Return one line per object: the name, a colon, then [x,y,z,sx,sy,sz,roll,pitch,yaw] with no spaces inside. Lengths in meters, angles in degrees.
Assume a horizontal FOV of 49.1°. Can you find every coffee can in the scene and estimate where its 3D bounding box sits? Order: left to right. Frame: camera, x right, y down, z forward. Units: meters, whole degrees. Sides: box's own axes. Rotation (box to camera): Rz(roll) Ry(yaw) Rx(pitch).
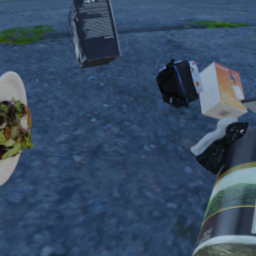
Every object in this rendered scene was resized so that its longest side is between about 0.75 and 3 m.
coffee can: [1.994,1.262,3.939,1.704,1.704,2.329,15,37,21]

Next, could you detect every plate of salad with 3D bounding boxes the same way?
plate of salad: [-1.955,0.035,4.748,0.464,1.934,1.934,8,33,-3]

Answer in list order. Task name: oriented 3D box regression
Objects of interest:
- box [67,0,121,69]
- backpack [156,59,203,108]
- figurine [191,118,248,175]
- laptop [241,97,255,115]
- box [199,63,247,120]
box: [-1.011,-2.646,8.024,1.013,1.607,1.635,-15,8,-16]
backpack: [1.139,-1.035,6.464,0.843,1.095,1.043,-19,9,-25]
figurine: [1.462,0.201,4.449,0.397,0.900,0.923,38,11,-2]
laptop: [3.768,0.682,4.499,2.980,1.727,2.790,26,-18,-30]
box: [2.813,-1.060,8.475,1.094,0.764,1.437,14,60,-25]
